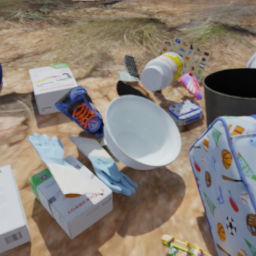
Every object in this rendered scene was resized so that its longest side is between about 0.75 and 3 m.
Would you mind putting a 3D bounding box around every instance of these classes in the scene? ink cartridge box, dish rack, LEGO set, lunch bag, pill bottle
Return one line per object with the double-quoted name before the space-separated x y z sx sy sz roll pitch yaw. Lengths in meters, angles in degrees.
"ink cartridge box" -1.387 1.612 6.840 1.270 0.731 1.740 -29 46 -32
"dish rack" 0.587 -2.157 10.986 1.800 0.491 1.381 10 49 -30
"LEGO set" 1.204 2.595 5.350 1.624 0.747 0.604 16 65 32
"lunch bag" 2.202 1.239 5.685 1.083 2.297 2.867 -4 63 -11
"pill bottle" 1.214 -1.984 10.024 1.096 1.096 1.944 18 31 22
"ink cartridge box" -0.561 0.445 8.759 0.843 0.319 0.623 -23 28 30
"lunch bag" 2.031 -0.533 9.897 1.151 0.435 0.922 -21 44 -22
"ink cartridge box" -2.845 -1.552 10.811 1.562 0.906 2.157 -14 39 -16

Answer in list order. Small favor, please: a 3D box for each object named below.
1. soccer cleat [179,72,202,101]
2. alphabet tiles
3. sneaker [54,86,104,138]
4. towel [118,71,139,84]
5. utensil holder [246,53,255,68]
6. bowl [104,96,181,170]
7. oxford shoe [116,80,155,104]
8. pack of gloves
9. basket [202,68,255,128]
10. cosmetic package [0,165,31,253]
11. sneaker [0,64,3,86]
"soccer cleat" 2.446 -1.592 10.584 0.613 0.535 1.603 -42 34 14
"alphabet tiles" 2.393 -3.027 12.150 2.104 0.079 1.758 24 68 2
"sneaker" -1.229 -0.403 8.282 0.990 2.627 1.030 -43 71 1
"towel" -0.004 -2.168 12.111 0.806 0.194 0.690 -6 53 -13
"utensil holder" 5.541 -1.511 9.814 2.120 2.120 2.495 1 38 1
"bowl" 0.226 0.279 7.607 2.243 1.008 2.243 17 47 -20
"oxford shoe" 0.503 -1.127 10.376 0.886 0.887 2.486 -6 38 -31
"pack of gloves" -1.207 1.021 7.075 2.316 0.544 2.757 13 18 -42
"basket" 3.017 -0.063 7.448 2.314 2.567 1.746 -1 34 3
"cosmetic package" -3.784 2.095 6.238 2.704 0.699 2.039 -17 42 -21
"sneaker" -5.859 -1.687 10.897 1.158 1.042 2.972 6 38 -5
